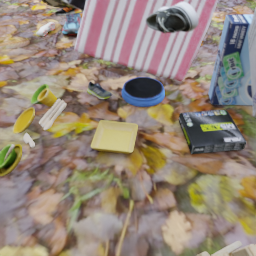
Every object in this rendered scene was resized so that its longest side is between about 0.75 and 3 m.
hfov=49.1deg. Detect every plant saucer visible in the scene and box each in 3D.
[{"bbox_3d":[-0.318,0.268,7.054,1.025,0.248,1.025,6,42,7],"label":"plant saucer"}]

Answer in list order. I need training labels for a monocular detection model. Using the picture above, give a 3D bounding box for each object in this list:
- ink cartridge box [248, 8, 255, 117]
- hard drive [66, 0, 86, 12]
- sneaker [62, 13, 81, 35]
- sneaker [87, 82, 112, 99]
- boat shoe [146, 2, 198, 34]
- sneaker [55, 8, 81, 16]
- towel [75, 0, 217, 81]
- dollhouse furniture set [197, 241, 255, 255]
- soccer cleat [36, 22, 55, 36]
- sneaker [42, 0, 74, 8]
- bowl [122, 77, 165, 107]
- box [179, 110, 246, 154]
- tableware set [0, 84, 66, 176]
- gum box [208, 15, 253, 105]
[{"bbox_3d":[2.643,-1.762,5.062,0.607,2.752,2.803,-4,82,15],"label":"ink cartridge box"},{"bbox_3d":[-0.433,-3.102,6.324,2.903,0.549,2.028,-1,55,-49],"label":"hard drive"},{"bbox_3d":[-2.467,-4.663,12.042,0.767,0.923,1.933,-4,42,-4],"label":"sneaker"},{"bbox_3d":[-0.892,-1.148,8.549,0.877,0.355,0.324,21,46,22],"label":"sneaker"},{"bbox_3d":[0.498,-1.261,3.366,0.332,0.338,0.937,-33,25,-5],"label":"boat shoe"},{"bbox_3d":[-2.054,-4.046,9.488,0.878,0.395,0.307,-14,26,-12],"label":"sneaker"},{"bbox_3d":[0.371,-1.955,5.158,2.447,1.791,0.366,10,24,-26],"label":"towel"},{"bbox_3d":[1.544,2.233,2.677,1.476,2.656,2.349,-19,61,-20],"label":"dollhouse furniture set"},{"bbox_3d":[-3.528,-4.280,12.062,0.409,0.365,1.053,12,46,17],"label":"soccer cleat"},{"bbox_3d":[-2.284,-4.268,7.956,0.974,1.106,2.614,16,6,30],"label":"sneaker"},{"bbox_3d":[0.469,-1.146,8.622,1.327,0.260,1.327,0,42,0],"label":"bowl"},{"bbox_3d":[2.114,0.067,7.224,1.348,0.320,1.302,-4,39,-4],"label":"box"},{"bbox_3d":[-1.518,0.030,3.877,1.493,0.229,1.006,-52,37,-4],"label":"tableware set"},{"bbox_3d":[3.906,-1.751,7.650,2.882,2.448,0.642,1,42,2],"label":"gum box"}]
